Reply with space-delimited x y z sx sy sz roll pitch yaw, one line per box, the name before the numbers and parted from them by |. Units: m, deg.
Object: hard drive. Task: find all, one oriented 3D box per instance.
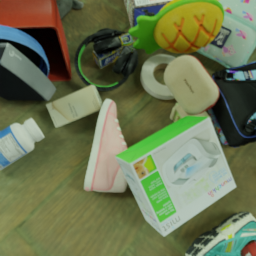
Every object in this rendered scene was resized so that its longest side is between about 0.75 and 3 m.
hard drive | -3.457 -1.447 8.040 1.917 2.843 0.602 2 76 9

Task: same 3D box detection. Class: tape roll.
tape roll | 1.253 -1.756 9.608 1.673 0.306 1.673 2 68 -6

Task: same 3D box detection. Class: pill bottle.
pill bottle | -3.489 0.475 8.444 1.763 0.989 0.989 -33 72 -12

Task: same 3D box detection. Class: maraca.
maraca | 1.485 -3.068 8.623 2.884 1.977 1.543 -11 62 10

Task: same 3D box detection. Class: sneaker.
sneaker | 2.540 3.180 7.475 2.406 0.933 0.958 -27 80 -10
sneaker | -0.340 0.580 8.379 1.469 1.058 2.810 10 74 0

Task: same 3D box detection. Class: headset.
headset | -0.361 -2.506 8.984 2.996 1.407 1.850 -43 97 -4

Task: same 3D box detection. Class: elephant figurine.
elephant figurine | -3.062 -4.954 9.682 1.898 2.683 2.081 32 72 12

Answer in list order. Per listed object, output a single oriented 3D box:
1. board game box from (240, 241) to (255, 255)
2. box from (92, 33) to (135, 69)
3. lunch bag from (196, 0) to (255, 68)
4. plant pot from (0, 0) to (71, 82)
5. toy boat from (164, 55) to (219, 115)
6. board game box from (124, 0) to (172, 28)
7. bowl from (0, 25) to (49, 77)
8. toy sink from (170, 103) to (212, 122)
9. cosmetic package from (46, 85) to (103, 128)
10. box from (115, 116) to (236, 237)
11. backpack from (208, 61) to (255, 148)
board game box | 3.657 3.910 7.555 0.799 0.151 1.552 -21 70 -7
box | -0.489 -2.737 9.965 1.522 0.533 0.489 -31 71 -12
lunch bag | 3.472 -3.609 9.718 2.396 1.715 2.813 30 84 7
plant pot | -3.225 -3.130 9.168 2.477 2.479 2.185 -2 63 -1
toy boat | 1.929 -1.301 8.448 1.179 1.181 1.806 -36 79 23
board game box | 0.962 -5.197 10.480 2.254 1.369 2.827 -10 69 -4
bowl | -3.875 -1.944 8.397 2.880 2.880 0.565 -9 68 -4
toy sink | 1.838 -0.424 8.875 0.754 0.877 1.346 -32 73 -11
cosmetic package | -1.649 -0.675 8.813 1.579 0.577 0.817 -23 94 6
box | 1.274 1.180 7.532 2.475 1.196 2.184 -28 102 -16
backpack | 3.972 -0.813 8.537 2.626 1.766 2.397 -17 69 -6
